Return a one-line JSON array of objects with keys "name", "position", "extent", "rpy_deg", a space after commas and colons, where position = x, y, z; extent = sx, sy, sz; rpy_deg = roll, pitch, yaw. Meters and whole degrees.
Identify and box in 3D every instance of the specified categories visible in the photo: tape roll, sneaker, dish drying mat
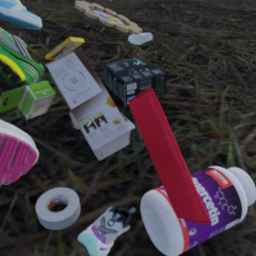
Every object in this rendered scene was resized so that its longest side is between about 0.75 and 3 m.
[{"name": "tape roll", "position": [-1.620, 1.864, 6.521], "extent": [0.982, 0.324, 0.982], "rpy_deg": [-1, 35, 0]}, {"name": "sneaker", "position": [-2.652, -0.059, 3.781], "extent": [2.978, 1.211, 1.314], "rpy_deg": [25, 23, -40]}, {"name": "sneaker", "position": [-3.707, -4.167, 8.987], "extent": [2.231, 1.456, 0.887], "rpy_deg": [20, -2, -9]}, {"name": "sneaker", "position": [0.249, -2.624, 8.367], "extent": [0.875, 0.322, 0.516], "rpy_deg": [-21, 16, -37]}, {"name": "sneaker", "position": [-3.131, -1.917, 6.542], "extent": [1.025, 2.628, 1.120], "rpy_deg": [-28, 20, 37]}, {"name": "dish drying mat", "position": [0.633, 0.475, 4.591], "extent": [0.204, 2.247, 0.863], "rpy_deg": [-24, 3, -22]}, {"name": "sneaker", "position": [-0.233, 1.505, 4.208], "extent": [0.873, 1.247, 0.485], "rpy_deg": [-40, 77, -15]}]

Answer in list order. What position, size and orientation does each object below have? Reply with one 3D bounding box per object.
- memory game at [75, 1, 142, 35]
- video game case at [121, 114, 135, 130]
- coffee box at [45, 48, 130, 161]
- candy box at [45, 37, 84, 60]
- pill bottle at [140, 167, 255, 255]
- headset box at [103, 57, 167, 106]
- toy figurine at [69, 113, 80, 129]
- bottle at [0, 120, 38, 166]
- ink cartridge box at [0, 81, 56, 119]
[{"name": "memory game", "position": [-0.296, -1.745, 4.400], "extent": [1.130, 0.072, 1.130], "rpy_deg": [20, 28, -11]}, {"name": "video game case", "position": [-0.427, -0.098, 9.433], "extent": [1.000, 0.117, 0.909], "rpy_deg": [-19, 40, -23]}, {"name": "coffee box", "position": [-0.773, -0.433, 5.659], "extent": [0.781, 1.121, 1.960], "rpy_deg": [-29, 77, -9]}, {"name": "candy box", "position": [-2.142, -2.655, 9.445], "extent": [1.289, 0.170, 0.659], "rpy_deg": [-23, 1, 33]}, {"name": "pill bottle", "position": [1.533, 1.638, 5.970], "extent": [2.347, 1.320, 1.320], "rpy_deg": [-17, 39, -22]}, {"name": "headset box", "position": [0.199, -1.970, 11.274], "extent": [1.852, 0.987, 2.127], "rpy_deg": [-18, 39, -22]}, {"name": "toy figurine", "position": [-1.279, -0.626, 9.366], "extent": [1.305, 0.922, 1.325], "rpy_deg": [1, 32, 7]}, {"name": "bottle", "position": [-3.738, 0.374, 8.113], "extent": [2.674, 0.873, 1.117], "rpy_deg": [22, 40, 28]}, {"name": "ink cartridge box", "position": [-2.280, -0.544, 6.270], "extent": [1.094, 0.809, 0.414], "rpy_deg": [-29, 78, -44]}]
